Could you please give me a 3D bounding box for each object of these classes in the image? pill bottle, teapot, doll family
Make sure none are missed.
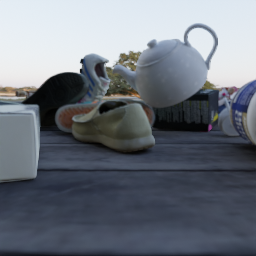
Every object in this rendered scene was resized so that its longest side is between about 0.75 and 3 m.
[{"bbox_3d":[4.499,-0.777,10.397,1.173,1.173,2.112,-6,9,-43],"label":"pill bottle"},{"bbox_3d":[2.679,-0.219,4.811,1.423,1.423,2.562,1,6,10],"label":"pill bottle"},{"bbox_3d":[1.023,-1.673,7.490,2.123,1.550,2.095,-42,28,-18],"label":"teapot"},{"bbox_3d":[2.695,-0.263,7.227,0.843,0.854,0.624,15,35,-5],"label":"teapot"},{"bbox_3d":[3.608,-0.700,9.730,1.101,0.799,1.774,-24,36,15],"label":"doll family"}]

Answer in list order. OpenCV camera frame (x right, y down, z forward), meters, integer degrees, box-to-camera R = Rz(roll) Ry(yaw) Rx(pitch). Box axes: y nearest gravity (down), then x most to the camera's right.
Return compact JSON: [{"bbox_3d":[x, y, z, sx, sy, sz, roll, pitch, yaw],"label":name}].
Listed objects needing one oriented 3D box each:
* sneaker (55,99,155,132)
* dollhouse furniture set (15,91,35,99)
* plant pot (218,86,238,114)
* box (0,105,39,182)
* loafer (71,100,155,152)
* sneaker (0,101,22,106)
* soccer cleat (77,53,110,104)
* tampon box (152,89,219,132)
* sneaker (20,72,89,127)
[{"bbox_3d":[-0.655,-0.372,7.992,2.738,0.977,1.094,0,8,-10],"label":"sneaker"},{"bbox_3d":[-4.269,-1.135,13.178,1.082,1.267,2.445,2,7,29],"label":"dollhouse furniture set"},{"bbox_3d":[4.139,-0.979,12.085,1.257,1.404,1.404,-14,4,13],"label":"plant pot"},{"bbox_3d":[-1.798,0.112,4.391,0.753,0.904,2.201,-2,8,-17],"label":"box"},{"bbox_3d":[-0.407,-0.145,6.176,1.053,0.950,2.783,-5,9,-36],"label":"loafer"},{"bbox_3d":[-4.074,-0.338,7.317,2.833,1.059,1.505,-1,7,-12],"label":"sneaker"},{"bbox_3d":[-1.107,-1.230,9.262,1.023,2.370,0.828,15,23,28],"label":"soccer cleat"},{"bbox_3d":[1.818,-0.604,8.783,1.768,1.116,1.325,5,15,29],"label":"tampon box"},{"bbox_3d":[-2.060,-0.831,8.780,2.786,1.065,1.596,-30,-13,28],"label":"sneaker"}]
